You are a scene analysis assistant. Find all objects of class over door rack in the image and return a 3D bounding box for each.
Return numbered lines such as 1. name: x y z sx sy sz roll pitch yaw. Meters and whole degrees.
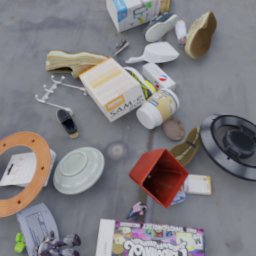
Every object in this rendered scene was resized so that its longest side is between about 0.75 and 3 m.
1. over door rack: -2.490 -1.293 10.434 1.596 0.532 1.179 22 60 14

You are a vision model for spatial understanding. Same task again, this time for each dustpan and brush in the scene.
1. dustpan and brush: 0.877 -2.989 11.537 2.033 0.582 1.419 -7 40 -16

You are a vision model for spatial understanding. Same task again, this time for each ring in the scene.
1. ring: -3.399 1.317 8.277 2.626 0.252 2.626 -10 59 17

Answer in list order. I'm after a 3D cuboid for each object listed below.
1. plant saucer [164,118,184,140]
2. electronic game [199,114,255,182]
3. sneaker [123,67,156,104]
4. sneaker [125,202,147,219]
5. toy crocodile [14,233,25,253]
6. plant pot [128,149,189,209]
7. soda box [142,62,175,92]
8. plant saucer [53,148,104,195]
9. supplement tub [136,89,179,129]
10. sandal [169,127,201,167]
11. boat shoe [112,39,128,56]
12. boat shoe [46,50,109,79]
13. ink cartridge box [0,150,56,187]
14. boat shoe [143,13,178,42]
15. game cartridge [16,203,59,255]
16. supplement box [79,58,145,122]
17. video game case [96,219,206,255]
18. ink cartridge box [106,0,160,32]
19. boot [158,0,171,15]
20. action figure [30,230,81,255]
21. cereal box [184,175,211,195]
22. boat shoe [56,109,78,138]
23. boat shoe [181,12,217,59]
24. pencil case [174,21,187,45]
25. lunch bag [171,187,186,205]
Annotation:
1. plant saucer: 1.553 0.042 9.638 0.817 0.131 0.817 9 65 -21
2. electronic game: 3.529 0.534 8.964 2.657 0.553 2.657 9 46 -10
3. sneaker: 0.232 -1.615 10.550 0.769 0.676 1.816 -40 63 -19
4. sneaker: 0.240 2.404 7.994 0.316 0.270 0.770 29 37 28
5. toy crocodile: -2.866 2.858 7.832 0.397 0.363 1.177 15 53 -14
6. plant pot: 0.762 1.361 8.088 1.238 1.237 1.091 -53 27 -17
7. soda box: 1.164 -1.912 10.876 0.490 0.458 1.440 -31 62 -19
8. plant saucer: -1.576 1.178 8.505 1.710 0.429 1.710 -14 43 13
9. supplement tub: 1.026 -0.660 9.748 1.314 0.951 0.951 -40 65 -23
10. sandal: 1.908 0.710 9.125 0.714 0.480 1.778 36 67 24
11. boat shoe: -0.394 -3.423 11.856 0.334 0.387 1.065 48 56 -13
12. boat shoe: -1.960 -2.380 11.030 2.662 0.954 1.014 6 75 13
13. ink cartridge box: -3.131 1.321 8.790 1.502 0.376 1.209 -11 44 17
14. boat shoe: 1.321 -4.513 12.329 0.697 0.844 2.255 35 60 22
15. game cartridge: -2.436 2.793 7.685 0.887 0.272 1.332 -14 65 -32
16. supplement box: -0.607 -1.402 9.865 1.438 0.839 2.283 -31 45 -7
17. video game case: 0.535 3.793 7.098 2.888 0.517 2.618 5 57 3
18. ink cartridge box: 0.203 -5.497 12.282 1.996 1.464 1.457 -22 75 -6
19. boot: 1.079 -6.183 13.577 1.968 0.651 1.724 9 57 7
20. action figure: -1.865 2.999 7.014 1.376 0.477 0.895 -11 45 17
21. cereal box: 2.131 1.750 8.640 0.795 0.157 0.572 4 55 7
22. boat shoe: -2.143 -0.236 9.808 0.497 0.414 1.331 -27 59 -14
23. boat shoe: 2.969 -3.852 11.902 0.889 1.039 2.836 -6 40 44
24. pencil case: 2.356 -4.214 12.354 0.472 0.515 1.135 -1 57 -5
25. lunch bag: 1.360 1.918 8.451 0.616 0.290 0.769 -15 58 -8
